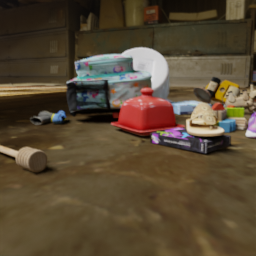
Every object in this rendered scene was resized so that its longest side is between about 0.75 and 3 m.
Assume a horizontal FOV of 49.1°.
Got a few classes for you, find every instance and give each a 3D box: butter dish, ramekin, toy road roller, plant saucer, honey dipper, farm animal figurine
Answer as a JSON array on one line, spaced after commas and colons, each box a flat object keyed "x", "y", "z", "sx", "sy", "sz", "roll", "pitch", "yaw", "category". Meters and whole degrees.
[{"x": 0.556, "y": -0.527, "z": 8.239, "sx": 1.722, "sy": 1.273, "sz": 1.718, "roll": -7, "pitch": 12, "yaw": -32, "category": "butter dish"}, {"x": 0.570, "y": -2.295, "z": 12.854, "sx": 2.812, "sy": 2.812, "sz": 1.371, "roll": 0, "pitch": -24, "yaw": 2, "category": "ramekin"}, {"x": 5.139, "y": -1.904, "z": 15.411, "sx": 1.817, "sy": 1.116, "sz": 1.326, "roll": 27, "pitch": -4, "yaw": 25, "category": "toy road roller"}, {"x": 3.190, "y": -1.411, "z": 11.896, "sx": 0.169, "sy": 0.921, "sz": 0.921, "roll": -45, "pitch": 27, "yaw": -15, "category": "plant saucer"}, {"x": -2.218, "y": 0.500, "z": 5.415, "sx": 0.384, "sy": 0.384, "sz": 2.021, "roll": -10, "pitch": 11, "yaw": -44, "category": "honey dipper"}, {"x": 5.011, "y": -1.101, "z": 11.788, "sx": 2.006, "sy": 1.057, "sz": 2.028, "roll": -10, "pitch": -16, "yaw": 21, "category": "farm animal figurine"}]

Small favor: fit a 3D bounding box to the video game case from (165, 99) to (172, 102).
[{"x": 1.607, "y": -1.424, "z": 14.642, "sx": 1.406, "sy": 0.187, "sz": 1.968, "roll": 28, "pitch": 19, "yaw": 22, "category": "video game case"}]

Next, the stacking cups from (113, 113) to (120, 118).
[{"x": -0.051, "y": -0.536, "z": 11.000, "sx": 1.102, "sy": 0.333, "sz": 0.333, "roll": -4, "pitch": 11, "yaw": -8, "category": "stacking cups"}]

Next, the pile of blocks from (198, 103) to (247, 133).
[{"x": 3.040, "y": -0.375, "z": 8.671, "sx": 1.067, "sy": 0.808, "sz": 2.600, "roll": 8, "pitch": 14, "yaw": 40, "category": "pile of blocks"}]

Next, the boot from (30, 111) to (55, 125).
[{"x": -3.088, "y": -0.325, "z": 9.895, "sx": 0.889, "sy": 0.355, "sz": 0.978, "roll": 3, "pitch": 18, "yaw": 25, "category": "boot"}]

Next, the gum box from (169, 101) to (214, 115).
[{"x": 2.695, "y": -0.929, "z": 12.701, "sx": 1.597, "sy": 0.419, "sz": 1.879, "roll": -2, "pitch": 11, "yaw": -12, "category": "gum box"}]

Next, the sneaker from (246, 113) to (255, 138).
[{"x": 3.667, "y": -0.130, "z": 7.832, "sx": 0.591, "sy": 0.649, "sz": 1.469, "roll": 4, "pitch": 10, "yaw": 28, "category": "sneaker"}]

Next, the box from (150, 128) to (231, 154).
[{"x": 1.467, "y": 0.263, "z": 6.679, "sx": 1.114, "sy": 0.281, "sz": 1.559, "roll": -9, "pitch": 15, "yaw": -44, "category": "box"}]

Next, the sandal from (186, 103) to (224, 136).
[{"x": 1.738, "y": -0.271, "z": 6.762, "sx": 0.752, "sy": 0.675, "sz": 2.052, "roll": -5, "pitch": 6, "yaw": 3, "category": "sandal"}]

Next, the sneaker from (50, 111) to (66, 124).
[{"x": -2.356, "y": -0.348, "z": 9.916, "sx": 0.434, "sy": 0.365, "sz": 1.108, "roll": 12, "pitch": 12, "yaw": 2, "category": "sneaker"}]

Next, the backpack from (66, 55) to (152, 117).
[{"x": -0.557, "y": -1.583, "z": 10.474, "sx": 2.996, "sy": 2.256, "sz": 2.660, "roll": 4, "pitch": 16, "yaw": 6, "category": "backpack"}]
